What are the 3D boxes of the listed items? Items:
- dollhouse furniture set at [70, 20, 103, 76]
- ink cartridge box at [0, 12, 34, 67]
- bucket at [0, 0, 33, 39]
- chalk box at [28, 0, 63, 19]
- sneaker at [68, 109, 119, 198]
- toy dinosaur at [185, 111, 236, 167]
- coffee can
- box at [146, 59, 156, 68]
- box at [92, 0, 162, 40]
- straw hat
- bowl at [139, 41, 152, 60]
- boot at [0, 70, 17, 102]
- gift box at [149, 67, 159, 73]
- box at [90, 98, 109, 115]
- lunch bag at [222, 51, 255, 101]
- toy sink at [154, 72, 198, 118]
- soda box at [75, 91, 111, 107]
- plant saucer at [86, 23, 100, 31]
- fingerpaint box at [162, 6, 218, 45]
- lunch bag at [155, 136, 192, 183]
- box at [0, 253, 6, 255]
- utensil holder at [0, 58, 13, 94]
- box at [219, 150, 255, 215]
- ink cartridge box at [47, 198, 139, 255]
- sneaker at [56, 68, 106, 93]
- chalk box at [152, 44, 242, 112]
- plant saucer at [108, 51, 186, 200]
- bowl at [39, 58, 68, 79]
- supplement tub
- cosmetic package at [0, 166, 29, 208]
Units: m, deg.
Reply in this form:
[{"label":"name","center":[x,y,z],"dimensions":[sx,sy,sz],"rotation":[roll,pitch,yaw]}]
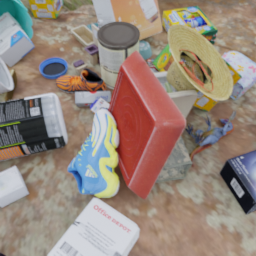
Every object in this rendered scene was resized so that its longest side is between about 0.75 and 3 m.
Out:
[{"label":"dollhouse furniture set","center":[-1.866,-3.715,11.179],"dimensions":[1.961,1.757,2.475],"rotation":[-31,59,-21]},{"label":"ink cartridge box","center":[-4.843,-3.599,11.377],"dimensions":[1.339,0.773,1.835],"rotation":[-39,61,3]},{"label":"bucket","center":[-5.463,-4.253,11.057],"dimensions":[2.917,2.917,1.898],"rotation":[-26,54,-18]},{"label":"chalk box","center":[-3.903,-6.322,13.553],"dimensions":[1.182,1.176,1.899],"rotation":[4,52,5]},{"label":"sneaker","center":[-0.977,0.665,7.733],"dimensions":[1.334,0.962,2.540],"rotation":[2,72,-31]},{"label":"toy dinosaur","center":[2.682,0.198,9.036],"dimensions":[1.755,1.934,1.015],"rotation":[5,19,-32]},{"label":"coffee can","center":[-0.326,-2.563,10.151],"dimensions":[1.455,1.988,1.455],"rotation":[0,53,0]},{"label":"box","center":[1.290,-2.492,11.232],"dimensions":[1.037,0.195,0.708],"rotation":[-5,53,-4]},{"label":"box","center":[-0.107,-4.987,11.274],"dimensions":[2.152,2.826,1.503],"rotation":[-29,33,-20]},{"label":"straw hat","center":[1.609,-1.487,7.538],"dimensions":[2.500,1.058,2.500],"rotation":[21,49,-27]},{"label":"bowl","center":[0.562,-3.289,11.674],"dimensions":[0.894,0.467,0.894],"rotation":[0,54,0]},{"label":"boot","center":[-4.811,-1.540,10.304],"dimensions":[1.209,0.566,1.556],"rotation":[-2,56,1]},{"label":"gift box","center":[0.615,-1.520,9.941],"dimensions":[1.083,1.011,0.999],"rotation":[-10,50,-33]},{"label":"box","center":[-0.820,-0.578,9.513],"dimensions":[0.950,0.197,0.566],"rotation":[37,72,-2]},{"label":"lunch bag","center":[3.888,-2.017,10.390],"dimensions":[1.334,1.000,1.573],"rotation":[-38,71,-23]},{"label":"toy sink","center":[0.829,-0.787,8.393],"dimensions":[1.569,2.407,1.348],"rotation":[-10,65,-10]},{"label":"soda box","center":[-1.233,-1.023,9.907],"dimensions":[1.250,0.396,0.427],"rotation":[-2,77,-2]},{"label":"plant saucer","center":[-0.542,-4.754,12.937],"dimensions":[2.751,0.261,0.962],"rotation":[-20,55,-13]},{"label":"fingerpaint box","center":[2.668,-4.457,12.380],"dimensions":[1.720,0.756,2.061],"rotation":[-13,54,-10]},{"label":"lunch bag","center":[0.730,0.803,8.190],"dimensions":[1.787,1.051,1.466],"rotation":[-7,53,-11]},{"label":"box","center":[-3.922,3.520,6.022],"dimensions":[2.223,1.160,1.645],"rotation":[4,54,4]},{"label":"utensil holder","center":[-4.987,-1.563,9.088],"dimensions":[1.821,1.547,1.547],"rotation":[-24,55,-1]},{"label":"box","center":[3.607,1.426,7.832],"dimensions":[1.395,0.867,1.406],"rotation":[-16,55,-14]},{"label":"ink cartridge box","center":[-0.826,2.924,6.696],"dimensions":[1.436,0.827,1.967],"rotation":[29,58,20]},{"label":"sneaker","center":[-1.744,-1.742,10.039],"dimensions":[1.901,1.065,0.738],"rotation":[5,70,5]},{"label":"chalk box","center":[2.160,-2.176,9.662],"dimensions":[1.705,1.693,2.731],"rotation":[-49,56,21]},{"label":"plant saucer","center":[0.116,-0.057,7.503],"dimensions":[0.543,2.960,2.954],"rotation":[-4,46,-25]},{"label":"bowl","center":[-2.949,-2.356,11.116],"dimensions":[1.106,0.217,1.106],"rotation":[0,52,0]},{"label":"supplement tub","center":[-3.343,0.024,8.354],"dimensions":[2.793,1.711,1.711],"rotation":[-12,54,-10]},{"label":"cosmetic package","center":[-3.358,1.643,7.871],"dimensions":[0.793,0.489,0.796],"rotation":[-27,55,-19]}]
